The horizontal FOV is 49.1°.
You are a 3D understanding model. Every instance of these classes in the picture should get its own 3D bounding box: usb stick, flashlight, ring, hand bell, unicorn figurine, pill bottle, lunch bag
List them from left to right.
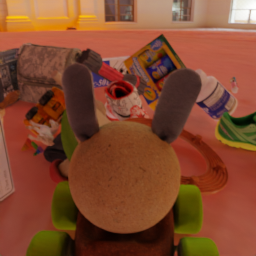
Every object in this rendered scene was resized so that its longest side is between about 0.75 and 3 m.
[{"bbox_3d":[-3.373,-0.606,7.507,1.582,0.824,0.824,-29,6,33],"label":"hand bell"},{"bbox_3d":[-1.935,0.073,6.487,0.779,0.419,1.134,24,32,-34],"label":"unicorn figurine"},{"bbox_3d":[-2.739,-1.943,10.046,2.395,2.009,1.669,10,21,18],"label":"lunch bag"},{"bbox_3d":[-1.323,0.067,7.371,0.770,0.453,2.777,4,27,11],"label":"usb stick"},{"bbox_3d":[-0.388,-1.495,7.769,2.033,0.688,0.691,26,19,-38],"label":"flashlight"},{"bbox_3d":[0.926,0.426,5.969,2.617,0.251,2.617,17,26,-9],"label":"ring"},{"bbox_3d":[2.400,-0.982,8.286,1.520,0.910,0.910,39,15,-18],"label":"pill bottle"}]

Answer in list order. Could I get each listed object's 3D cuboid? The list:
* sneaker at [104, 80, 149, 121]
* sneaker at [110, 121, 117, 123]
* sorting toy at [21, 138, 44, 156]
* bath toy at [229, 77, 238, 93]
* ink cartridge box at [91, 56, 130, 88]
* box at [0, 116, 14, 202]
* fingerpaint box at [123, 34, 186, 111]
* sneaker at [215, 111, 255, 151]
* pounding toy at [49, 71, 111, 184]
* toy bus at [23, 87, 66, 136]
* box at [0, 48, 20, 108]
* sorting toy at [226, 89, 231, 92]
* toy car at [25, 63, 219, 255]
[{"bbox_3d":[-0.248,-0.797,8.135,0.870,1.396,2.605,-32,30,-10],"label":"sneaker"},{"bbox_3d":[-0.143,0.231,7.081,1.562,0.605,0.622,8,34,19],"label":"sneaker"},{"bbox_3d":[-2.348,0.516,6.774,0.310,0.312,0.899,-43,34,-24],"label":"sorting toy"},{"bbox_3d":[4.271,-1.728,11.278,0.362,0.308,0.832,22,41,-6],"label":"bath toy"},{"bbox_3d":[-0.826,-2.541,12.712,2.502,1.176,0.553,-13,27,-27],"label":"ink cartridge box"},{"bbox_3d":[-3.130,0.926,4.017,0.871,1.689,2.896,10,26,21],"label":"box"},{"bbox_3d":[1.012,-1.869,9.462,1.682,2.016,0.740,-32,-25,13],"label":"fingerpaint box"},{"bbox_3d":[3.331,0.093,6.866,2.262,0.945,0.838,9,25,15],"label":"sneaker"},{"bbox_3d":[-0.984,0.346,5.776,1.935,1.163,2.507,31,28,-54],"label":"pounding toy"},{"bbox_3d":[-2.279,-0.359,7.950,1.341,0.910,1.287,-52,15,-18],"label":"toy bus"},{"bbox_3d":[-4.412,-1.935,10.472,0.589,1.819,2.307,2,24,10],"label":"box"},{"bbox_3d":[3.493,-1.605,11.043,1.294,0.219,0.624,-1,26,-26],"label":"sorting toy"},{"bbox_3d":[-0.033,0.564,3.509,2.245,2.733,2.156,1,24,2],"label":"toy car"}]
